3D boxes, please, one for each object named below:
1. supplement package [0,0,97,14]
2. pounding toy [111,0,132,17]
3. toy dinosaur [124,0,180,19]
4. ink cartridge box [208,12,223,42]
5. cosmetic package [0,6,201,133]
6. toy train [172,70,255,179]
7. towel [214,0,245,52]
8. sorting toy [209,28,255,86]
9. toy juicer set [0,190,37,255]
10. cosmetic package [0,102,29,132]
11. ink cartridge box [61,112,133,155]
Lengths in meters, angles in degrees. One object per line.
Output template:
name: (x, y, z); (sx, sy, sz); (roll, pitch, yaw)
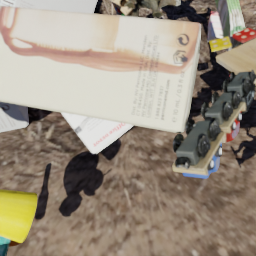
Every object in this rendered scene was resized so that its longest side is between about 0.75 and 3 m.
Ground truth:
supplement package: (-1.790, -2.775, 6.068); (1.715, 1.793, 1.319); (6, 22, -46)
pounding toy: (-0.276, -3.651, 8.079); (0.950, 0.835, 0.435); (44, 99, -1)
toy dinosaur: (0.306, -3.605, 6.967); (1.065, 2.767, 1.415); (-10, 68, 33)
ink cartridge box: (3.405, -3.558, 10.221); (0.901, 0.522, 1.547); (10, 54, 7)
cosmetic package: (-0.527, -0.791, 3.961); (2.881, 1.489, 1.257); (10, 95, 12)
toy train: (1.139, -0.110, 3.403); (0.396, 0.531, 2.320); (2, 30, 38)
towel: (2.401, -2.763, 6.920); (0.334, 1.622, 2.174); (-8, 72, 9)
sorting toy: (2.350, -1.196, 5.122); (1.098, 0.385, 2.278); (-24, 38, -2)
toy juicer set: (-1.869, 1.738, 3.900); (0.726, 2.667, 1.697); (21, 68, -23)
cosmetic package: (-4.216, -1.419, 7.735); (2.166, 2.180, 2.605); (-13, 56, -9)
ink cartridge box: (-0.713, -0.311, 5.930); (1.043, 0.599, 1.436); (-37, 90, 0)
